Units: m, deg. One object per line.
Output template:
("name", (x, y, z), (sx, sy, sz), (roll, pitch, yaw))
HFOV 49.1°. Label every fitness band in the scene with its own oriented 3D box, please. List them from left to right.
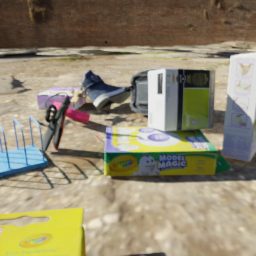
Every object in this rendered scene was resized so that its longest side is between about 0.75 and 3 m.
("fitness band", (-1.971, -0.528, 9.573), (1.117, 0.291, 1.555), (25, -9, -40))

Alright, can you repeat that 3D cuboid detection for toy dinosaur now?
("toy dinosaur", (-1.782, -1.126, 10.082), (0.700, 0.403, 1.384), (-34, 30, 6))

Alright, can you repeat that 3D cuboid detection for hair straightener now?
("hair straightener", (-1.908, -0.124, 7.053), (0.721, 1.874, 0.383), (-4, 46, -40))

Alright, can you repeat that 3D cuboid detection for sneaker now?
("sneaker", (-0.963, -1.770, 11.927), (1.716, 0.903, 2.375), (47, 37, 18))

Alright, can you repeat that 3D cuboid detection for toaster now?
("toaster", (1.335, -1.265, 10.242), (1.873, 1.648, 2.901), (-2, 4, -31))

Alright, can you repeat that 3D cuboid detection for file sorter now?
("file sorter", (-2.992, 0.420, 6.704), (1.699, 1.042, 1.179), (-12, 22, -29))

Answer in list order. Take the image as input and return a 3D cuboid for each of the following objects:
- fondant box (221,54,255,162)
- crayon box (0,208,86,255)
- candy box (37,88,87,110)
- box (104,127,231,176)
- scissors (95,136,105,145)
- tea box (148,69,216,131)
("fondant box", (3.097, -0.612, 7.234), (0.728, 2.498, 1.802), (9, 19, 32))
("crayon box", (-1.322, 1.955, 2.927), (1.741, 0.696, 2.742), (-2, 21, -5))
("candy box", (-2.701, -1.222, 11.687), (1.531, 0.653, 1.825), (2, 17, 6))
("box", (0.882, 0.527, 6.934), (2.892, 0.699, 1.697), (1, 19, -4))
("scissors", (-0.758, 0.342, 7.589), (0.056, 0.295, 0.806), (-44, 10, -4))
("tea box", (1.334, -0.722, 7.116), (1.449, 1.473, 0.984), (-2, 7, -19))
